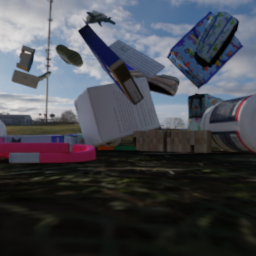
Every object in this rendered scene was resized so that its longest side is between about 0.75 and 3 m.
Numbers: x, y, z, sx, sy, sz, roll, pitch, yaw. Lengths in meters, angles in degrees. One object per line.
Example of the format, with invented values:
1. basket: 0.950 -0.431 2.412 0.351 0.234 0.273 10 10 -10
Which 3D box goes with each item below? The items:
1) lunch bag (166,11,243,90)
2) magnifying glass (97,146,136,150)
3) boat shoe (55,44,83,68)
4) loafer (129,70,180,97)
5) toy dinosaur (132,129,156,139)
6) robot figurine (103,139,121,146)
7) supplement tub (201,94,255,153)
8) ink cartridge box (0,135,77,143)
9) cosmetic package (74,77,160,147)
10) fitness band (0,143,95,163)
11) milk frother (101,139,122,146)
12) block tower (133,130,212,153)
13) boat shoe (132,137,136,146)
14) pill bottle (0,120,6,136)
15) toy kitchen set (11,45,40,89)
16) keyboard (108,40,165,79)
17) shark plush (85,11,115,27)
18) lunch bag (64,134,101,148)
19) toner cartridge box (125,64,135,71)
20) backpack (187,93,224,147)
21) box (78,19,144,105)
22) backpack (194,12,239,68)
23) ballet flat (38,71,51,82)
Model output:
1. lunch bag: 2.559 -2.575 9.079 2.078 1.564 0.977 -45 -2 -2
2. magnifying glass: -0.393 0.775 10.712 1.559 0.175 0.620 2 0 2
3. boat shoe: -2.621 -3.201 12.786 1.654 0.618 0.566 40 -19 22
4. loafer: 0.906 -1.880 11.940 2.486 0.782 0.894 10 -23 17
5. toy dinosaur: 0.653 -0.295 13.611 2.755 1.867 1.182 42 2 2
6. robot figurine: -0.932 0.131 12.795 1.008 1.616 1.214 9 37 45
7. supplement tub: 3.587 -0.099 8.808 1.747 1.747 2.490 1 -2 -15
8. ink cartridge box: -3.287 0.520 9.899 2.929 0.615 1.748 -3 -1 -12
9. cosmetic package: -0.524 -0.569 11.217 2.527 2.102 2.114 -15 -2 -25
10. fitness band: -1.701 0.480 5.744 2.050 0.384 1.472 2 -3 -10
11. milk frother: -1.164 -0.445 15.056 2.361 2.616 2.461 -45 -3 0
12. block tower: 1.446 0.441 9.337 2.632 0.761 0.711 1 -1 35
13. boat shoe: 0.546 0.547 11.482 0.646 0.644 1.790 0 -2 -12
14. pill bottle: -6.577 0.193 13.036 1.470 1.470 2.624 2 -2 -37
15. toy kitchen set: -3.752 -2.146 10.572 0.894 1.517 1.215 16 -20 -20
16. keyboard: 0.162 -2.209 8.811 2.232 0.628 0.119 39 -16 33
17. shark plush: -0.865 -3.422 8.884 1.028 0.428 0.467 12 31 6
18. lunch bag: -2.023 0.590 12.279 1.618 0.624 1.298 2 -5 -35
19. toner cartridge box: 0.290 -2.534 13.176 0.768 1.618 0.349 -22 25 29
20. backpack: 4.107 -0.282 14.111 2.279 2.592 1.987 13 -4 -44
21. box: -0.628 -2.027 8.457 0.448 2.762 1.673 -36 -36 1
22. backpack: 1.938 -1.976 6.154 0.883 0.832 1.083 -36 -6 -48
23. ballet flat: -3.580 -2.151 11.919 0.761 0.282 0.282 -29 2 -8
